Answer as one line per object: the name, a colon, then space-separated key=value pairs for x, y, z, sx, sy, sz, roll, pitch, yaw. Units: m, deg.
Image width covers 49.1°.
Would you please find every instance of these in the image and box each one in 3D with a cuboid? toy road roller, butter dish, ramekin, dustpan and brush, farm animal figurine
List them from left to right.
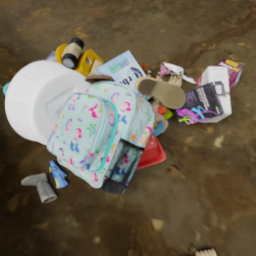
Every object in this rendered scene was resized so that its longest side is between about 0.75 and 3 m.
ramekin: x=-2.389 y=-0.724 z=9.260 sx=1.371 sy=2.812 sz=2.812 roll=20 pitch=50 yaw=41
toy road roller: x=-1.928 y=-2.343 z=10.507 sx=1.326 sy=1.817 sz=1.116 roll=-14 pitch=49 yaw=41
butter dish: x=0.260 y=0.409 z=9.488 sx=1.718 sy=1.273 sz=1.722 roll=-16 pitch=52 yaw=-12
farm animal figurine: x=1.118 y=-1.790 z=11.446 sx=2.028 sy=1.057 sz=2.006 roll=17 pitch=36 yaw=8
dustpan and brush: x=2.203 y=-2.368 z=12.217 sx=1.710 sy=0.489 sz=1.194 roll=15 pitch=8 yaw=-2

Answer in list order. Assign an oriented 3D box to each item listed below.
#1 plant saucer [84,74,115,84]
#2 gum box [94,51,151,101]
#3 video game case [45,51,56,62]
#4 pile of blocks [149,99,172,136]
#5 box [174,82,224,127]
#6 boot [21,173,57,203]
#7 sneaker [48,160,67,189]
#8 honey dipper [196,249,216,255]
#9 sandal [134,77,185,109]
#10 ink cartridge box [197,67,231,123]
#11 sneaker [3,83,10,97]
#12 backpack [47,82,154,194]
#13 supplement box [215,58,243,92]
plant saucer: x=-0.847 y=-1.481 z=8.439 sx=0.921 sy=0.921 sz=0.169 roll=1 pitch=87 yaw=1
gum box: x=-0.045 y=-1.612 z=10.007 sx=1.597 sy=0.419 sz=1.879 roll=-38 pitch=97 yaw=-34
video game case: x=-3.251 y=-2.856 z=12.972 sx=1.406 sy=0.187 sz=1.968 roll=11 pitch=50 yaw=9
pile of blocks: x=1.137 y=-0.397 z=9.735 sx=1.067 sy=0.808 sz=2.600 roll=48 pitch=25 yaw=-7
box: x=2.261 y=-0.757 z=9.331 sx=1.559 sy=1.114 sz=0.281 roll=-18 pitch=9 yaw=37
boot: x=-2.808 y=1.943 z=8.811 sx=0.889 sy=0.355 sz=0.978 roll=-16 pitch=57 yaw=-22
sneaker: x=-2.313 y=1.506 z=9.209 sx=0.434 sy=0.365 sz=1.108 roll=-10 pitch=47 yaw=-29
honey dipper: x=1.323 y=3.573 z=7.465 sx=2.021 sy=0.384 sz=0.384 roll=-8 pitch=50 yaw=-1
sandal: x=0.954 y=-1.228 z=8.857 sx=2.052 sy=0.752 sz=0.675 roll=15 pitch=22 yaw=-37
ink cartridge box: x=3.041 y=-1.136 z=10.070 sx=0.719 sy=1.253 sz=1.725 roll=1 pitch=77 yaw=-6
sneaker: x=-3.689 y=-1.139 z=10.451 sx=2.797 sy=1.114 sz=1.084 roll=26 pitch=77 yaw=26
backpack: x=-0.763 y=0.088 z=8.315 sx=2.660 sy=2.256 sz=2.996 roll=22 pitch=81 yaw=45
supplement box: x=3.982 y=-2.048 z=11.877 sx=1.013 sy=0.787 sz=1.837 roll=30 pitch=56 yaw=23
